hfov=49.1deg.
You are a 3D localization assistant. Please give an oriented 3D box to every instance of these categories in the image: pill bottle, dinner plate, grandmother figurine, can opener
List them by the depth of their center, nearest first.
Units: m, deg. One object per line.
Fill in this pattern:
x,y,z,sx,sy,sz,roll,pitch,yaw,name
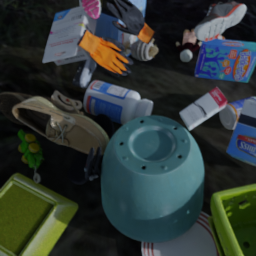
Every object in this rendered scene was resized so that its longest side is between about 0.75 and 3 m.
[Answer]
-0.859,0.857,6.676,0.386,1.217,0.479,-17,56,-24,can opener
1.444,3.094,7.127,2.219,0.269,2.219,0,52,-1,dinner plate
-0.319,-0.774,9.543,2.142,1.202,1.202,19,55,14,pill bottle
4.041,-0.550,9.559,1.605,0.899,0.899,-15,54,-12,pill bottle
2.636,-3.560,12.163,1.126,0.562,1.857,-4,50,32,grandmother figurine

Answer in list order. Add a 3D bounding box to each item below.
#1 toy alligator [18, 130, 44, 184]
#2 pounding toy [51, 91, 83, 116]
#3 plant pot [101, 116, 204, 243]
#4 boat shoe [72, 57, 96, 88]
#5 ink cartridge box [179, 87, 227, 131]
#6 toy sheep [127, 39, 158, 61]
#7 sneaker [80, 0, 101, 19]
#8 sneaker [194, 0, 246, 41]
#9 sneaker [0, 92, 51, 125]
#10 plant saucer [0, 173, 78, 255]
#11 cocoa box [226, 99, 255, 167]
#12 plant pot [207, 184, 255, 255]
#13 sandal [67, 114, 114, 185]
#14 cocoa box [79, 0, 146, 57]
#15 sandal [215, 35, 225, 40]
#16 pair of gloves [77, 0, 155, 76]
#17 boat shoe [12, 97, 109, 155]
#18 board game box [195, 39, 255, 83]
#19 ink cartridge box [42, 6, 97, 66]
-2.895,0.862,8.705,0.572,0.625,2.109,10,37,-47,toy alligator
-1.783,-0.771,8.598,1.237,0.710,0.707,35,35,5,pounding toy
0.622,1.087,7.231,2.886,2.316,2.886,-2,47,2,plant pot
-1.552,-2.054,9.864,0.550,0.580,1.660,3,58,13,boat shoe
1.809,-0.437,6.826,1.071,0.778,0.447,-34,77,8,ink cartridge box
0.554,-3.076,10.981,1.349,0.930,0.930,14,51,33,toy sheep
-1.223,-4.099,9.117,0.588,0.697,1.594,-27,71,6,sneaker
2.923,-3.678,9.454,2.211,0.852,0.906,-30,65,-21,sneaker
-3.137,-0.626,9.739,2.910,1.025,1.099,17,23,20,sneaker
-2.930,2.438,7.447,2.332,0.559,2.335,22,55,16,plant saucer
3.682,0.340,7.591,1.491,2.235,1.467,22,91,25,cocoa box
2.905,2.462,6.396,1.817,1.649,1.808,-9,53,-5,plant pot
-1.115,0.564,8.579,0.908,0.511,2.388,8,62,26,sandal
-0.600,-4.446,11.227,1.921,2.927,1.952,29,52,20,cocoa box
3.983,-4.030,12.663,0.896,0.257,0.343,-13,53,-10,sandal
-0.299,-3.014,9.249,2.353,2.097,0.291,-59,26,-6,pair of gloves
-1.958,0.058,8.019,2.976,1.061,0.960,24,25,16,boat shoe
3.731,-2.554,10.681,2.089,1.589,0.470,7,52,6,board game box
-2.008,-3.063,9.818,1.365,0.804,2.370,-6,60,21,ink cartridge box
